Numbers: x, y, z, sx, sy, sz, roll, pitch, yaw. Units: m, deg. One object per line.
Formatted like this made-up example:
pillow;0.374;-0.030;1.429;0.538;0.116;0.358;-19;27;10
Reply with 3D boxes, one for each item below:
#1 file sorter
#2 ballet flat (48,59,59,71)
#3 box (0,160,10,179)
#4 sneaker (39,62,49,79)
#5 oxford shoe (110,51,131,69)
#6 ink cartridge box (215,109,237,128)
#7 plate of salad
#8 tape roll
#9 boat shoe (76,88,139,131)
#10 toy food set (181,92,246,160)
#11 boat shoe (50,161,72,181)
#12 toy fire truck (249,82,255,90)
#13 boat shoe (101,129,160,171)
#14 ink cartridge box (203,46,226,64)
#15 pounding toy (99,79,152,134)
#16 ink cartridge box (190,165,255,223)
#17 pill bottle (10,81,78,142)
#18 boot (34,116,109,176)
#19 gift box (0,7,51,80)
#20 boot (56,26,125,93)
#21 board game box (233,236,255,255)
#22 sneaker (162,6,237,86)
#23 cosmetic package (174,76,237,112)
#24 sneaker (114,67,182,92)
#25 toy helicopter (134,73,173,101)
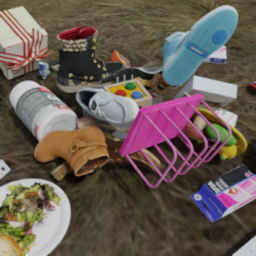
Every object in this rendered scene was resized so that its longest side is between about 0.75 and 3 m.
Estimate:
file sorter;1.319;0.357;7.542;2.399;1.667;1.504;-17;56;-37
ballet flat;-2.949;-2.899;13.274;1.821;0.619;0.623;1;50;17
box;-4.005;1.372;8.428;0.231;0.448;0.768;-10;29;40
sneaker;-3.749;-2.560;12.464;0.396;1.046;0.403;13;67;5
oxford shoe;-0.356;-3.155;13.615;0.700;0.685;1.921;12;32;-29
ink cartridge box;3.181;-0.290;10.276;1.276;0.536;0.924;29;49;29
plate of salad;-2.857;2.300;7.260;2.649;0.636;2.649;-1;41;1
tape roll;-0.232;-0.779;10.508;2.946;0.973;2.946;0;42;0
boat shoe;-0.720;-0.584;8.079;0.941;0.922;2.643;4;16;-37
toy food set;2.358;0.223;8.751;2.561;1.507;0.836;38;68;5
boat shoe;-1.926;1.253;8.693;0.378;0.400;1.111;50;40;-1
toy fire truck;5.797;-1.826;12.053;1.192;0.668;1.001;-18;20;-20
boat shoe;-0.284;0.833;8.810;2.670;0.961;0.902;21;69;25
ink cartridge box;4.104;-4.016;14.638;1.865;0.411;1.900;7;43;9
pounding toy;-0.131;-0.606;8.889;1.755;0.914;1.998;-15;43;-16
ink cartridge box;2.899;1.825;8.036;2.055;0.381;0.973;-21;46;-19
pill bottle;-3.025;-0.556;9.856;1.484;1.484;2.606;-29;50;-29
boot;-1.730;0.778;8.336;2.340;0.862;1.811;-34;47;6
gift box;-5.038;-3.793;12.527;2.312;2.506;2.340;-34;76;-26
boot;-1.272;-2.502;10.048;2.806;2.112;1.027;-17;49;-22
board game box;3.581;3.713;5.840;2.927;0.379;2.926;-24;47;-24
sneaker;1.905;-2.677;8.337;1.050;2.641;1.724;30;34;-25
cosmetic package;2.412;-0.978;9.119;1.389;1.842;0.476;13;74;-6
sneaker;0.774;-1.801;10.403;2.591;0.958;1.027;-3;14;2
toy helicopter;0.838;-1.454;9.733;1.403;0.928;0.553;10;9;16
